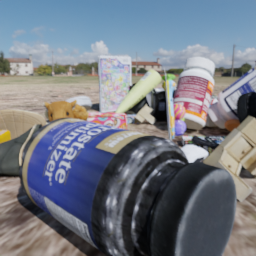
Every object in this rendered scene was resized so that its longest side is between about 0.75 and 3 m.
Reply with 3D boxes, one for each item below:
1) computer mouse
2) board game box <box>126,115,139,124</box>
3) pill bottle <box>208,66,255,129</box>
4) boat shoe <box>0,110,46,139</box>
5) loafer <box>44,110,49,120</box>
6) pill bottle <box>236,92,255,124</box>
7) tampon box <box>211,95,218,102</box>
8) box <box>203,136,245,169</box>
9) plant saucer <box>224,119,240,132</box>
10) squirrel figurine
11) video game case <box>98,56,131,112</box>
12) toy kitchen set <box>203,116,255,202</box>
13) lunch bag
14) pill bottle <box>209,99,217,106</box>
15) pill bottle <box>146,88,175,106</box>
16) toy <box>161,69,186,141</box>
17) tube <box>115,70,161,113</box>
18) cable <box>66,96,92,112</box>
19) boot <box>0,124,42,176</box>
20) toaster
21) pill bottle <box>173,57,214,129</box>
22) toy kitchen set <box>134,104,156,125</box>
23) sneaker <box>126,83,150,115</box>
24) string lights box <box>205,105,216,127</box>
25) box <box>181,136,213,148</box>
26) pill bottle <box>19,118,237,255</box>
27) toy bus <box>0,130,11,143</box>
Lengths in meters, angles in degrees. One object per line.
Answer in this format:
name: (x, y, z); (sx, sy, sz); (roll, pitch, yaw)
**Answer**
computer mouse: (1.386, 0.469, 5.671); (0.705, 0.282, 1.287); (27, 32, 31)
board game box: (0.081, -0.352, 11.872); (0.892, 0.275, 0.892); (-5, 12, -23)
pill bottle: (4.020, -1.004, 9.764); (1.336, 1.336, 2.405); (-14, -21, -50)
boat shoe: (-4.032, -0.072, 8.609); (2.981, 1.072, 0.966); (-8, 18, -10)
loafer: (-2.716, -0.538, 12.049); (1.717, 0.653, 0.579); (7, 8, -19)
pill bottle: (4.599, -0.686, 7.468); (1.673, 1.673, 2.991); (-11, -4, -43)
tampon box: (4.581, -1.439, 15.794); (0.900, 0.674, 0.568); (-7, 47, -27)
box: (3.010, 0.568, 6.900); (1.922, 0.442, 1.527); (0, 11, -2)
plant saucer: (3.705, -0.029, 9.594); (0.779, 0.126, 0.779); (19, -27, 10)
squirrel figurine: (-1.425, -0.009, 6.274); (1.086, 1.433, 1.535); (-6, 28, 2)
video game case: (-0.679, -2.379, 15.200); (2.083, 2.909, 0.262); (-9, 12, -38)
toy kitchen set: (2.322, 0.678, 5.145); (1.051, 1.288, 1.162); (41, 9, -7)
lunch bag: (-0.943, -0.200, 9.897); (1.824, 0.747, 1.606); (1, 12, 1)
pill bottle: (3.690, -1.058, 13.982); (1.406, 0.815, 0.815); (7, 14, 33)
pill bottle: (2.085, -1.505, 15.036); (2.201, 1.274, 1.274); (-8, 14, -34)
toy: (1.110, -0.354, 6.618); (0.452, 1.916, 1.103); (-8, -15, 7)
tube: (0.270, -1.325, 12.025); (2.818, 0.817, 0.731); (-45, 50, -15)
cable: (-2.483, -1.054, 13.494); (1.439, 0.498, 1.439); (-9, -12, -36)
boot: (-2.817, 0.486, 6.518); (1.564, 0.876, 2.261); (-7, 12, -8)
toaster: (1.671, -1.040, 12.152); (1.399, 1.547, 0.918); (-2, 16, -4)
pill bottle: (2.362, -1.258, 10.180); (1.303, 2.378, 1.303); (16, -12, 3)
toy kitchen set: (0.688, -0.316, 11.785); (0.738, 0.816, 0.904); (39, 56, 5)
sneaker: (0.396, -1.531, 14.082); (1.080, 1.534, 2.888); (-16, 15, -13)
string lights box: (3.253, -0.623, 12.133); (1.193, 0.685, 2.322); (-4, 12, -22)
box: (2.207, 0.408, 8.256); (1.192, 0.207, 0.656); (1, 10, 4)
pill bottle: (-0.142, 0.735, 3.519); (1.466, 1.466, 2.622); (-11, 16, -44)
toy bus: (-3.595, 0.463, 7.268); (0.627, 0.521, 1.601); (0, 11, -7)
